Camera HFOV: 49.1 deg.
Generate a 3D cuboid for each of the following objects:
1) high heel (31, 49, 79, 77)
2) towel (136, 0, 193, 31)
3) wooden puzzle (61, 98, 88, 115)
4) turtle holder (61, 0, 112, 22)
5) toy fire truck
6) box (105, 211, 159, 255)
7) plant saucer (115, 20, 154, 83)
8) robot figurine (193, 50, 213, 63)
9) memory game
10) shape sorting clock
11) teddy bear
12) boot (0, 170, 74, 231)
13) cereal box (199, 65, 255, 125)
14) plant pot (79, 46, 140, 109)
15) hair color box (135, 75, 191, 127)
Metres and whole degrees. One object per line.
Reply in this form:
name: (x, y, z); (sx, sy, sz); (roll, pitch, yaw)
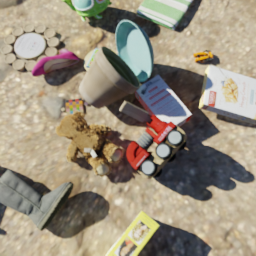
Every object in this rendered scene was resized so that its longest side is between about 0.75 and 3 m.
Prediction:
high heel: (-2.892, -2.468, 11.182); (0.904, 0.635, 1.885); (38, 59, 25)
towel: (1.775, -5.704, 12.683); (1.999, 0.307, 2.620); (26, 69, 10)
wooden puzzle: (-2.061, -0.817, 10.799); (1.068, 0.075, 0.634); (-8, 68, -3)
turtle holder: (-1.767, -5.573, 11.903); (1.489, 1.392, 1.960); (-46, 51, -12)
toy fire truck: (0.554, 0.318, 9.448); (2.243, 1.443, 1.974); (42, 93, 23)
box: (-0.263, 3.877, 8.364); (0.727, 1.092, 2.901); (37, 71, 13)
plant saucer: (0.303, -2.851, 10.413); (0.416, 2.313, 2.313); (-26, 70, -22)
robot figurine: (3.120, -2.945, 11.583); (0.787, 0.229, 0.570); (-7, 68, -2)
memory game: (-4.126, -3.419, 11.816); (2.472, 0.157, 2.472); (0, 69, 0)
shape sorting clock: (-1.081, -2.704, 11.446); (1.462, 0.287, 1.462); (0, 62, 0)
teddy bear: (-1.331, 0.564, 9.843); (2.527, 0.844, 1.832); (25, 92, 10)
boot: (-3.143, 2.061, 9.240); (2.130, 0.773, 1.937); (34, 76, 15)
cereal box: (3.993, -1.225, 10.550); (2.426, 0.479, 1.745); (16, 69, -4)
plant pot: (-0.802, -1.645, 10.176); (1.693, 1.952, 1.952); (-41, 70, 22)
hair color box: (1.271, -0.859, 10.488); (1.127, 0.649, 2.032); (-33, 72, -8)
